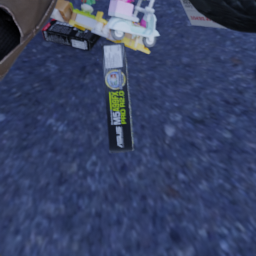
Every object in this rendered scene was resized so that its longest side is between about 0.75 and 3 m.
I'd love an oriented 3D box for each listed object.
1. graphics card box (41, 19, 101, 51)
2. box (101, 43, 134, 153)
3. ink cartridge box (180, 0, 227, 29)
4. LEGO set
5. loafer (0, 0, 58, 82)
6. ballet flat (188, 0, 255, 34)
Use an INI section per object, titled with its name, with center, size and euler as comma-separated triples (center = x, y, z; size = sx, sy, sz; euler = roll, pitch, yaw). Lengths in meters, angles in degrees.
[graphics card box]
center = -1.684, -2.945, 8.584
size = 1.597, 0.406, 1.002
euler = 15, 52, 14
[box]
center = -0.131, -0.366, 4.224
size = 0.325, 1.175, 1.467
euler = -5, 87, 1
[ink cartridge box]
center = 1.655, -3.401, 5.954
size = 0.976, 2.355, 1.729
euler = -38, 29, -1
[LEGO set]
center = -0.294, -1.955, 4.470
size = 1.234, 0.998, 2.682
euler = 10, 18, -40
[loafer]
center = -1.473, -1.483, 3.707
size = 2.158, 0.788, 0.766
euler = -64, 26, -3
[ballet flat]
center = 1.635, -1.595, 3.583
size = 2.112, 0.702, 0.600
euler = 33, 90, 36
